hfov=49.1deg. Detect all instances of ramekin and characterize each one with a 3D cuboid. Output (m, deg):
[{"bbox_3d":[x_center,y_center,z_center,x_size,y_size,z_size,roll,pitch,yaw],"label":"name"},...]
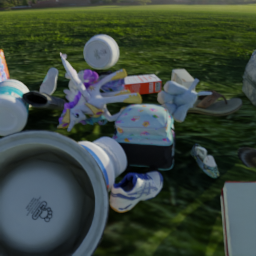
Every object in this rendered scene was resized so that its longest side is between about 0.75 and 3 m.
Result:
[{"bbox_3d":[-1.563,-4.159,15.596,1.918,1.918,1.007,6,22,11],"label":"ramekin"}]

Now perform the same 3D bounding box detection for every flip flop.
[{"bbox_3d":[3.101,-1.108,11.298,2.884,0.830,1.170,6,29,12],"label":"flip flop"}]

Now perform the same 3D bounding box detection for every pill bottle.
[{"bbox_3d":[-1.235,1.195,6.492,1.462,1.462,2.605,21,35,33],"label":"pill bottle"},{"bbox_3d":[-4.379,-0.886,10.294,1.428,1.428,2.578,-6,29,-11],"label":"pill bottle"}]

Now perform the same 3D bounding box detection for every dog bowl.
[{"bbox_3d":[-1.684,1.433,5.221,2.677,2.677,0.987,-2,-13,-3],"label":"dog bowl"}]

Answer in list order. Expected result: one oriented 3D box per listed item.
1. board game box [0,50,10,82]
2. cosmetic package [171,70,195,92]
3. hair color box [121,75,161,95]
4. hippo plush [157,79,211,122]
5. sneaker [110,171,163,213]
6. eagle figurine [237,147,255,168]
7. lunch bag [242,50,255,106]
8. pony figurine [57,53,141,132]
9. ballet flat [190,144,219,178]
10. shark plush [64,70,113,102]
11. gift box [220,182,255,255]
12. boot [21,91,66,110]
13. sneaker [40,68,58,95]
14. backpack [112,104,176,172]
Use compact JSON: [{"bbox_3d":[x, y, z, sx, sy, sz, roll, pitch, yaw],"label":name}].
[{"bbox_3d":[-6.145,-1.933,11.475,1.909,1.909,1.911,-4,35,-5],"label":"board game box"},{"bbox_3d":[2.502,-2.000,12.858,0.621,0.918,1.746,-4,28,-5],"label":"cosmetic package"},{"bbox_3d":[0.480,-2.011,13.169,1.927,0.616,1.068,-8,28,-12],"label":"hair color box"},{"bbox_3d":[1.860,-1.123,10.472,1.401,1.759,1.414,44,7,-1],"label":"hippo plush"},{"bbox_3d":[0.276,1.396,6.874,0.630,0.737,1.673,24,36,39],"label":"sneaker"},{"bbox_3d":[3.716,1.002,6.967,1.384,1.391,1.834,-33,28,18],"label":"eagle figurine"},{"bbox_3d":[6.034,-2.193,11.932,1.717,2.067,2.465,2,30,3],"label":"lunch bag"},{"bbox_3d":[-1.332,-1.196,10.124,2.915,2.428,2.814,-17,52,-12],"label":"pony figurine"},{"bbox_3d":[2.197,0.896,8.051,0.484,0.484,1.303,-10,31,-17],"label":"ballet flat"},{"bbox_3d":[-1.661,-2.081,11.924,1.167,1.273,2.803,2,-22,-44],"label":"shark plush"},{"bbox_3d":[2.442,1.821,4.496,1.802,1.663,1.683,-4,66,19],"label":"gift box"},{"bbox_3d":[-3.410,-1.018,10.514,1.809,0.722,1.989,5,7,11],"label":"boot"},{"bbox_3d":[-3.742,-1.916,13.163,0.602,0.965,1.637,22,57,-16],"label":"sneaker"},{"bbox_3d":[0.497,0.152,8.323,1.822,1.589,2.073,0,21,11],"label":"backpack"}]
